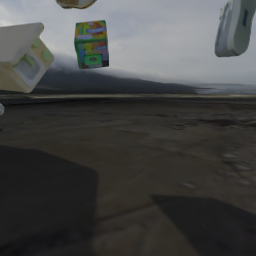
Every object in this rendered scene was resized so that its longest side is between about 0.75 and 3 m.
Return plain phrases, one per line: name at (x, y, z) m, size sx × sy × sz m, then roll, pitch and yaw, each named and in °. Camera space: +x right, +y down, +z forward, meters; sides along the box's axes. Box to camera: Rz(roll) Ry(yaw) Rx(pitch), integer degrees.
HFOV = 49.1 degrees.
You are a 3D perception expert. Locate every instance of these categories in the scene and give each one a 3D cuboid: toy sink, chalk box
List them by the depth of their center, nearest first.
chalk box at (-0.884, -1.993, 6.925) m, size 0.782 × 0.778 × 1.257 m, roll -6°, pitch 47°, yaw -2°
toy sink at (-3.285, -2.027, 8.321) m, size 2.384 × 1.554 × 1.335 m, roll 8°, pitch -30°, yaw 33°

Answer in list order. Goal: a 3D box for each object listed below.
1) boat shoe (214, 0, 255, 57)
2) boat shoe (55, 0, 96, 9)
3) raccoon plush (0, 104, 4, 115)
boat shoe at (2.970, -3.205, 7.917) m, size 0.908 × 2.602 × 0.927 m, roll 23°, pitch -12°, yaw -33°
boat shoe at (-1.382, -3.381, 7.245) m, size 1.311 × 0.490 × 0.448 m, roll 4°, pitch -7°, yaw 32°
raccoon plush at (-5.379, -0.572, 10.211) m, size 2.413 × 1.168 × 1.617 m, roll 17°, pitch 1°, yaw 6°
